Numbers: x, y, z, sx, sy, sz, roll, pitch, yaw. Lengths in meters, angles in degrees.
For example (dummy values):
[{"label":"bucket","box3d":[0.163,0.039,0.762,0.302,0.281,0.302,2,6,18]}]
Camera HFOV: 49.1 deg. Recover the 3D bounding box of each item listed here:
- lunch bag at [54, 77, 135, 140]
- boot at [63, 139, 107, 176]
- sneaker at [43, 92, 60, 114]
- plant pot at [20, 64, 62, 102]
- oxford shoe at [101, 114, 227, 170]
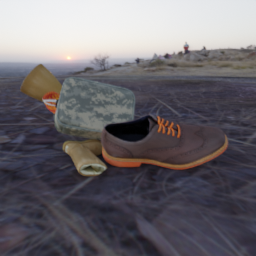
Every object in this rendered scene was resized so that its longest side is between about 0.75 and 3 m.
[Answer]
[{"label":"lunch bag","box3d":[-0.999,-0.344,7.705,2.062,1.437,1.730,10,-18,-13]},{"label":"boot","box3d":[-0.852,0.710,6.656,1.174,0.444,1.341,-2,18,-31]},{"label":"sneaker","box3d":[-2.370,-0.656,10.971,2.333,0.900,0.851,35,68,30]},{"label":"plant pot","box3d":[-3.531,-1.712,12.185,1.600,1.491,1.491,35,12,-7]},{"label":"oxford shoe","box3d":[0.838,0.262,6.301,2.928,1.062,1.042,-6,50,-2]}]
